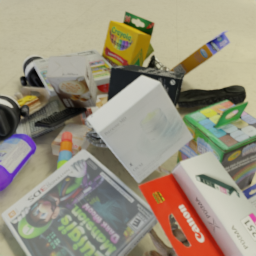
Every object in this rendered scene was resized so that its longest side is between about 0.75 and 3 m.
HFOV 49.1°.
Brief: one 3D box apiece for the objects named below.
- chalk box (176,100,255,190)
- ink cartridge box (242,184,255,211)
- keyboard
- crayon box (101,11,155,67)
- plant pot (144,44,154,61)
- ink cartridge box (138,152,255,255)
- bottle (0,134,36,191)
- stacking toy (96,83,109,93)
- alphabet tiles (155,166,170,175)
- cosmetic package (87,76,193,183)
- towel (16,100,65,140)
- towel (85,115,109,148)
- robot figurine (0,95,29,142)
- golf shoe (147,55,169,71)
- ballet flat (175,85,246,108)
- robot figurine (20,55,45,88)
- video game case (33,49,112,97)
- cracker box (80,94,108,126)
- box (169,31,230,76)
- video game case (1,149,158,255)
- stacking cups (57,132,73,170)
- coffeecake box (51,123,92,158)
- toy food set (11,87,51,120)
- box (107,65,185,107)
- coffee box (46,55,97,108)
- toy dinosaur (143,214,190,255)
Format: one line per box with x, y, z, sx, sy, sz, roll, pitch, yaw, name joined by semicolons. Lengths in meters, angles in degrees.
2.273;0.376;6.875;1.501;2.413;1.494;-18;41;-22;chalk box
3.452;1.792;6.808;1.224;0.270;1.247;-21;43;-24;ink cartridge box
-2.130;-0.374;8.648;0.983;0.210;1.637;3;22;34;keyboard
-0.180;-2.889;10.763;0.715;2.817;1.788;-7;34;-42;crayon box
0.556;-3.268;11.921;0.966;1.004;1.004;-31;39;6;plant pot
1.262;1.359;4.462;1.582;0.397;1.823;-12;59;-36;ink cartridge box
-3.333;1.120;7.160;0.984;0.769;2.357;-14;31;30;bottle
-1.737;-1.789;10.853;2.344;1.000;1.000;10;38;15;stacking toy
0.582;0.951;7.315;1.098;1.123;0.082;25;79;19;alphabet tiles
0.256;0.012;5.893;1.530;1.535;0.943;-39;27;-5;cosmetic package
-2.947;-0.294;9.260;1.575;0.283;1.636;-23;41;-6;towel
0.003;0.086;7.854;2.189;0.937;1.812;1;-1;3;towel
-3.411;-0.254;7.380;1.317;1.094;1.754;22;10;-21;robot figurine
1.342;-2.503;12.201;0.871;0.716;1.843;14;40;-20;golf shoe
2.852;-0.971;10.212;2.888;0.820;0.960;-5;34;4;ballet flat
-3.668;-2.258;11.463;1.347;1.119;1.793;-1;33;-32;robot figurine
-1.939;-2.112;10.304;2.562;0.283;2.333;-17;44;-22;video game case
-0.625;-0.615;9.678;2.038;0.588;1.365;-10;38;-10;cracker box
2.573;-2.589;10.576;1.666;2.798;0.580;-38;96;-41;box
-1.098;1.914;6.027;2.433;0.313;2.677;-40;52;-21;video game case
-1.720;0.822;7.563;0.452;0.452;1.493;-3;56;-3;stacking cups
-1.655;0.382;8.522;0.881;0.419;1.148;10;38;13;coffeecake box
-4.050;-0.765;9.353;1.808;0.761;2.519;8;34;38;toy food set
0.656;-1.283;8.554;1.876;1.048;2.658;14;16;11;box
-1.574;-1.295;8.234;1.042;1.823;0.727;0;68;3;coffee box
1.423;2.457;5.156;2.702;1.831;1.160;-5;56;43;toy dinosaur
